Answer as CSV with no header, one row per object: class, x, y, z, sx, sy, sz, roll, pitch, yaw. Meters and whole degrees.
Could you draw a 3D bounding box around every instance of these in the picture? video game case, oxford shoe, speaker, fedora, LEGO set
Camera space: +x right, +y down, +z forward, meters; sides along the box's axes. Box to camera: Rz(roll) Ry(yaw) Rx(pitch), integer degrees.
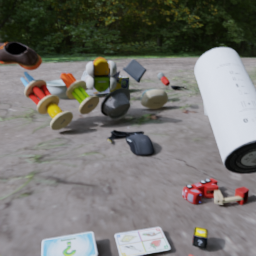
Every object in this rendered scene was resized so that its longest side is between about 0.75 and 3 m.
video game case,-1.209,-1.835,10.098,1.163,0.147,1.276,-16,40,23
oxford shoe,-3.480,-2.297,8.252,1.986,0.707,0.720,16,-22,20
speaker,2.017,-0.448,5.399,1.021,1.021,2.514,-1,49,-4
fedora,-0.348,-0.746,9.697,1.217,1.076,0.549,-28,51,-8
LEGO set,0.113,1.660,3.304,2.290,0.562,1.711,-4,22,-13

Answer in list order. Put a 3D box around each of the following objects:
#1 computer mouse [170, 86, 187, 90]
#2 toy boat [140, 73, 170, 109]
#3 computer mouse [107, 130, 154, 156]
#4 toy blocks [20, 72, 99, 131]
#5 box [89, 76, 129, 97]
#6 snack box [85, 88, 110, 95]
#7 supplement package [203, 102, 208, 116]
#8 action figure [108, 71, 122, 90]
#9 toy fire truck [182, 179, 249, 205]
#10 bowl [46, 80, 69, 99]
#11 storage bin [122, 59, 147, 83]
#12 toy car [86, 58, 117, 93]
computer mouse,2.921,-2.273,16.044,0.740,0.243,1.054,12,13,32
toy boat,1.195,-1.488,11.486,1.280,1.523,0.708,3,40,-33
computer mouse,0.024,0.304,7.707,1.195,0.392,1.702,-2,17,-8
toy blocks,-2.312,-1.224,9.172,1.862,0.811,2.234,-34,70,-24
box,-1.099,-2.227,14.891,0.897,0.823,2.559,15,24,40
snack box,-1.293,-1.568,11.508,1.030,0.370,0.125,-7,18,0
supplement package,3.333,-0.708,10.390,0.575,0.582,0.960,-20,24,-17
action figure,-0.817,-2.293,13.094,1.437,0.733,0.854,16,62,34
toy fire truck,1.589,1.213,5.106,1.019,0.248,0.719,-10,20,-28
bowl,-3.240,-1.885,13.884,1.738,0.781,1.738,0,17,0
storage bin,0.340,-2.550,12.425,0.961,0.645,0.699,42,16,3
toy car,-0.862,-1.683,8.834,0.934,1.067,0.800,-4,28,-12
